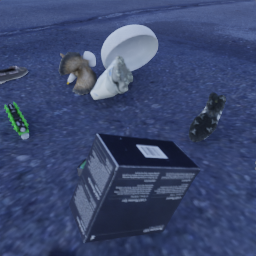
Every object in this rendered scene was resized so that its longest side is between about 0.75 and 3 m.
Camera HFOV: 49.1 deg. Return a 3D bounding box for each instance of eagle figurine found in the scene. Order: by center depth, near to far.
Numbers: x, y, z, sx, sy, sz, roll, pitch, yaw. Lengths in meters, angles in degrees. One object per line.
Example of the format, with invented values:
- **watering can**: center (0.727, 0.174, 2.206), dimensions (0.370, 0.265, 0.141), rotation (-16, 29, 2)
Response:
- **eagle figurine**: center (-2.020, -2.296, 11.291), dimensions (1.515, 1.507, 1.997), rotation (3, 20, -14)

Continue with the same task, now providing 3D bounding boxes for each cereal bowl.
- **cereal bowl**: center (-0.039, -3.411, 11.765), dimensions (2.477, 2.477, 1.032), rotation (-16, 70, -24)

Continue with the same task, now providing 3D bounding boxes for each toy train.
- **toy train**: center (-3.386, -0.231, 8.548), dimensions (0.402, 0.544, 1.928), rotation (-22, 36, -22)

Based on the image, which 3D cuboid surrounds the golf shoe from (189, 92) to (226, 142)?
- **golf shoe**: center (2.323, -0.197, 8.160), dimensions (0.652, 0.792, 1.676), rotation (31, 74, 21)

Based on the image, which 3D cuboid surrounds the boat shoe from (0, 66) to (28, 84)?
- **boat shoe**: center (-5.108, -2.385, 12.034), dimensions (0.621, 0.529, 1.858), rotation (18, 36, 27)

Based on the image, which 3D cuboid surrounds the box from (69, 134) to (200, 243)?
- **box**: center (0.077, 1.049, 4.957), dimensions (1.735, 1.580, 0.903), rotation (8, 27, -34)

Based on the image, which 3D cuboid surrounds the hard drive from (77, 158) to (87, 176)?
- **hard drive**: center (-0.400, 0.815, 7.107), dimensions (1.097, 0.297, 1.570), rotation (14, 34, 21)

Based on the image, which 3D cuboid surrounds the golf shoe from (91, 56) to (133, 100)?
- **golf shoe**: center (-0.662, -1.883, 10.665), dimensions (1.415, 1.139, 2.910), rotation (-26, 15, 18)
